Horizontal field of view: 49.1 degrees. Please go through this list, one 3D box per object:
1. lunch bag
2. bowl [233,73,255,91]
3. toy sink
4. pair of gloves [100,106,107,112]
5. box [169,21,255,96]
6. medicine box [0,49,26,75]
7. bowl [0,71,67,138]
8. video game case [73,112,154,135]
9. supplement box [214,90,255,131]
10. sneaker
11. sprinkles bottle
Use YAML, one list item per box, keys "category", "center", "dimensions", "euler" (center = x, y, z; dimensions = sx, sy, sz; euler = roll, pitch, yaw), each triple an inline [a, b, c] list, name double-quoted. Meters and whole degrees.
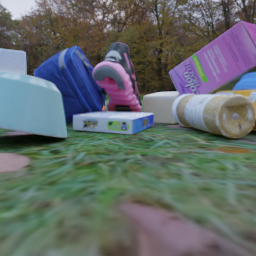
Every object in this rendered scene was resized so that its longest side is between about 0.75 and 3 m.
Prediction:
- category: "lunch bag"
  center: [-1.428, -1.160, 7.887]
  dimensions: [1.341, 2.027, 1.377]
  euler: [-22, 28, 15]
- category: "bowl"
  center: [3.864, -0.678, 6.854]
  dimensions: [2.489, 0.488, 2.489]
  euler: [22, 1, 0]
- category: "toy sink"
  center: [1.262, -0.663, 9.076]
  dimensions: [1.043, 0.897, 1.600]
  euler: [3, 12, 23]
- category: "pair of gloves"
  center: [-1.918, -0.734, 11.780]
  dimensions: [2.027, 0.251, 1.806]
  euler: [-3, 16, -9]
- category: "box"
  center: [2.918, -1.800, 8.281]
  dimensions: [2.169, 1.192, 2.466]
  euler: [-14, -14, -47]
- category: "medicine box"
  center: [-4.361, -1.659, 10.469]
  dimensions: [1.002, 1.947, 1.773]
  euler: [0, -9, -20]
- category: "bowl"
  center: [-1.963, -0.439, 5.140]
  dimensions: [1.835, 0.960, 1.835]
  euler: [10, -1, 0]
- category: "video game case"
  center: [-0.300, -0.161, 6.930]
  dimensions: [1.479, 0.371, 1.632]
  euler: [5, 8, 21]
- category: "supplement box"
  center: [2.769, -0.428, 6.708]
  dimensions: [0.764, 0.790, 2.296]
  euler: [30, 2, -12]
- category: "sneaker"
  center: [-0.115, -1.301, 8.204]
  dimensions: [1.132, 1.366, 2.864]
  euler: [7, -26, 13]
- category: "sprinkles bottle"
  center: [1.777, -0.341, 6.345]
  dimensions: [0.847, 0.847, 2.482]
  euler: [-1, 7, -10]
